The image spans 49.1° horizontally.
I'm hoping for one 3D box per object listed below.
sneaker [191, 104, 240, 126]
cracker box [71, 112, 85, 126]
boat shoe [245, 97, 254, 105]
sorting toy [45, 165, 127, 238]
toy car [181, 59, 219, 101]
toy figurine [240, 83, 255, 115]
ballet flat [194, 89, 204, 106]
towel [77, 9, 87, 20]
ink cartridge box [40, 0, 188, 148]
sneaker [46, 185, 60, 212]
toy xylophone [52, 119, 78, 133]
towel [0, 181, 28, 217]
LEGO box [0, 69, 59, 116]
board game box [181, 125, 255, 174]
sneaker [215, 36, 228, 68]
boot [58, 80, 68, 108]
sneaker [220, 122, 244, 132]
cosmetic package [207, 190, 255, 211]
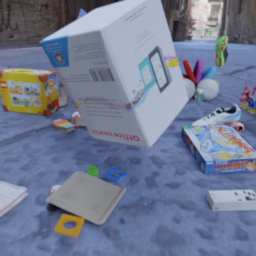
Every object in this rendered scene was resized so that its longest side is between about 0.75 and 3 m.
[{"bbox_3d":[3.553,-0.415,11.460,2.115,0.766,0.760,-19,29,-2],"label":"sneaker"},{"bbox_3d":[-1.590,-0.413,12.058,1.538,0.444,1.030,-2,16,-3],"label":"cracker box"},{"bbox_3d":[6.447,-1.418,14.768,0.381,0.361,1.090,2,22,6],"label":"boat shoe"},{"bbox_3d":[-1.006,1.730,6.870,1.542,0.373,2.738,16,25,17],"label":"sorting toy"},{"bbox_3d":[3.720,-2.812,15.833,2.859,2.144,2.502,1,21,3],"label":"toy car"},{"bbox_3d":[6.614,-1.211,13.175,1.493,1.314,2.492,1,22,-12],"label":"toy figurine"},{"bbox_3d":[2.499,-1.117,9.905,0.314,0.874,0.314,-3,64,5],"label":"ballet flat"},{"bbox_3d":[-1.874,-4.581,12.196,0.131,0.795,1.098,-23,46,36],"label":"towel"},{"bbox_3d":[-0.178,-1.327,6.905,2.108,2.873,2.098,7,42,41],"label":"ink cartridge box"},{"bbox_3d":[-1.843,1.752,7.032,0.522,0.325,0.973,10,21,25],"label":"sneaker"},{"bbox_3d":[-2.582,-0.101,11.644,1.091,0.274,0.799,16,26,33],"label":"toy xylophone"},{"bbox_3d":[-3.674,1.804,6.965,1.703,0.274,1.626,9,24,24],"label":"towel"},{"bbox_3d":[-4.786,-1.756,13.479,2.618,1.950,1.010,8,23,17],"label":"LEGO box"},{"bbox_3d":[3.069,0.633,9.551,1.875,0.477,2.770,-2,22,-4],"label":"board game box"},{"bbox_3d":[4.269,-3.459,12.750,0.528,1.376,0.576,19,27,35],"label":"sneaker"},{"bbox_3d":[-3.453,-1.874,14.730,0.591,1.231,1.683,-1,22,-1],"label":"boot"},{"bbox_3d":[4.241,-0.083,11.522,0.989,0.330,0.530,8,21,11],"label":"sneaker"},{"bbox_3d":[2.609,1.791,6.963,1.160,0.294,0.479,-1,21,-2],"label":"cosmetic package"}]
